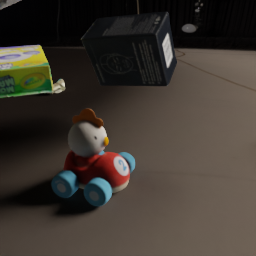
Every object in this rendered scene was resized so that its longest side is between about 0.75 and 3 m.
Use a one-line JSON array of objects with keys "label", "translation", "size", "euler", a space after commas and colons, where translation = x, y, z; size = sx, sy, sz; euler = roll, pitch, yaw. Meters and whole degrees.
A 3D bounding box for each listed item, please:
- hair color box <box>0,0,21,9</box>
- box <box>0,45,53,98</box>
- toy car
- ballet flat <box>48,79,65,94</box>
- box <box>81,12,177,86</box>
[{"label": "hair color box", "translation": [-4.185, -4.425, 8.895], "size": [1.904, 1.056, 0.609], "euler": [-29, 50, -7]}, {"label": "box", "translation": [-2.633, -1.300, 6.376], "size": [1.562, 0.644, 2.663], "euler": [-11, 32, -18]}, {"label": "toy car", "translation": [-0.633, 0.401, 5.332], "size": [1.347, 1.523, 1.403], "euler": [9, 23, 21]}, {"label": "ballet flat", "translation": [-3.240, -1.845, 12.914], "size": [0.532, 0.479, 1.412], "euler": [27, 31, 7]}, {"label": "box", "translation": [0.104, -2.346, 8.615], "size": [2.379, 1.765, 1.274], "euler": [5, 50, 24]}]
